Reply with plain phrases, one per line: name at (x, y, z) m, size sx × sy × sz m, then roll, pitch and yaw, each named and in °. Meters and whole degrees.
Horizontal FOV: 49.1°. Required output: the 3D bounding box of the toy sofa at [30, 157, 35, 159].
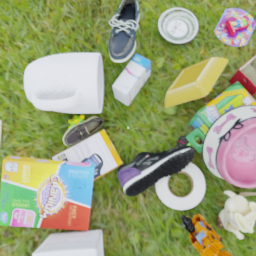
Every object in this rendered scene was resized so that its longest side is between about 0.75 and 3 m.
toy sofa at (-3.640, 1.813, 9.987) m, size 0.639 × 0.752 × 1.542 m, roll 38°, pitch 91°, yaw -16°

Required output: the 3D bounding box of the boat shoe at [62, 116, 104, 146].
boat shoe at (-1.616, 0.083, 10.200) m, size 1.674 × 0.543 × 0.613 m, roll -39°, pitch 111°, yaw -26°

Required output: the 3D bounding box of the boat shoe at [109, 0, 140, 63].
boat shoe at (-0.106, -3.582, 9.962) m, size 1.053 × 0.870 × 2.814 m, roll 11°, pitch 63°, yaw 12°

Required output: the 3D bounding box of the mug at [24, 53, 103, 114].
mug at (-2.266, -1.398, 9.760) m, size 2.553 × 2.149 × 2.912 m, roll 0°, pitch 32°, yaw 1°

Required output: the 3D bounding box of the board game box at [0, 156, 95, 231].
board game box at (-2.689, 2.201, 9.423) m, size 2.936 × 0.592 × 2.246 m, roll 5°, pitch 96°, yaw -6°

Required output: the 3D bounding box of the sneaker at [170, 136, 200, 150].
sneaker at (2.041, 0.624, 10.480) m, size 1.341 × 0.515 × 0.562 m, roll -31°, pitch 53°, yaw -5°

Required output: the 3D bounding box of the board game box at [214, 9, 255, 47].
board game box at (4.537, -4.284, 11.674) m, size 1.439 × 0.355 × 1.821 m, roll 27°, pitch 78°, yaw 7°

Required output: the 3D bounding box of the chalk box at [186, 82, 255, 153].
chalk box at (3.274, -0.154, 10.058) m, size 2.479 × 1.536 × 1.547 m, roll -38°, pitch 79°, yaw -9°

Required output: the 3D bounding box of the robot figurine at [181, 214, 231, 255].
robot figurine at (2.489, 3.549, 8.622) m, size 0.753 × 2.588 × 1.876 m, roll -41°, pitch 93°, yaw 2°

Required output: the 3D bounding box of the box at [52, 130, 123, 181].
box at (-1.597, 1.287, 10.262) m, size 2.447 × 0.507 × 1.457 m, roll -29°, pitch 78°, yaw -4°

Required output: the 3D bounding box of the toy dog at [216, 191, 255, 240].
toy dog at (3.497, 2.953, 9.299) m, size 1.062 × 1.521 × 1.475 m, roll -33°, pitch 64°, yaw -24°

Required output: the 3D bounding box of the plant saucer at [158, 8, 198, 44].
plant saucer at (2.043, -4.150, 11.608) m, size 1.648 × 0.414 × 1.648 m, roll 0°, pitch 76°, yaw 1°

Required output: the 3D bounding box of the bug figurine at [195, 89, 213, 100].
bug figurine at (2.593, -1.313, 10.322) m, size 1.024 × 1.321 × 0.340 m, roll -26°, pitch 82°, yaw 27°

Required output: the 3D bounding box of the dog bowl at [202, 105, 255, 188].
dog bowl at (3.917, 0.726, 9.114) m, size 2.789 × 1.028 × 2.789 m, roll -4°, pitch 112°, yaw -9°

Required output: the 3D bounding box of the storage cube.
storage cube at (4.774, -1.932, 10.697) m, size 1.272 × 1.144 × 1.087 m, roll -38°, pitch 79°, yaw -9°

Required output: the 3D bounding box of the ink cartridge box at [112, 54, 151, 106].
ink cartridge box at (0.139, -1.789, 10.625) m, size 0.688 × 1.174 × 1.625 m, roll 31°, pitch 78°, yaw 11°

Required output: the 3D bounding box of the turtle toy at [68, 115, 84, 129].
turtle toy at (-1.956, -0.169, 10.550) m, size 0.787 × 0.574 × 0.398 m, roll -42°, pitch 116°, yaw -33°

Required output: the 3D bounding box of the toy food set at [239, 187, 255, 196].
toy food set at (4.442, 1.725, 10.282) m, size 1.074 × 0.312 × 1.556 m, roll -3°, pitch 82°, yaw 7°

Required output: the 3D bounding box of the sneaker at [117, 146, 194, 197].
sneaker at (0.896, 1.157, 9.841) m, size 2.815 × 1.066 × 1.232 m, roll -27°, pitch 48°, yaw -3°

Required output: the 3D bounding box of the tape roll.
tape roll at (1.872, 2.048, 10.132) m, size 1.810 × 0.331 × 1.810 m, roll 0°, pitch 76°, yaw 1°

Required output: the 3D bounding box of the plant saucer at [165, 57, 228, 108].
plant saucer at (2.286, -1.706, 9.973) m, size 0.487 × 2.011 × 2.010 m, roll 47°, pitch 59°, yaw -19°

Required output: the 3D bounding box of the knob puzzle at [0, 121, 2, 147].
knob puzzle at (-5.468, 0.251, 10.528) m, size 1.409 × 0.195 × 1.409 m, roll 2°, pitch 71°, yaw -6°

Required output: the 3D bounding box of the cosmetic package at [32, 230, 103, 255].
cosmetic package at (-1.698, 4.329, 8.547) m, size 1.815 × 2.169 × 1.804 m, roll -4°, pitch 84°, yaw -1°
